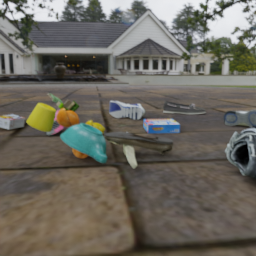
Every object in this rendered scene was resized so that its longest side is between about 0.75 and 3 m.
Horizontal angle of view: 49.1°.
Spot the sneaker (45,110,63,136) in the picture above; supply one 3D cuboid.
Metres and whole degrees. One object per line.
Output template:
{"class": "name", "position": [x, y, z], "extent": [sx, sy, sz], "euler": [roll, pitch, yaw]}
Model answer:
{"class": "sneaker", "position": [-2.549, -0.053, 9.932], "extent": [0.560, 0.676, 1.418], "euler": [29, 33, -5]}

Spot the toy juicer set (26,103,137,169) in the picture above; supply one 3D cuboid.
{"class": "toy juicer set", "position": [-0.962, 0.368, 7.225], "extent": [2.977, 0.810, 1.894], "euler": [28, 8, 14]}

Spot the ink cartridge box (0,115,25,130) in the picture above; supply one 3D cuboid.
{"class": "ink cartridge box", "position": [-4.562, -0.252, 10.649], "extent": [0.813, 0.388, 0.926], "euler": [13, 10, 11]}

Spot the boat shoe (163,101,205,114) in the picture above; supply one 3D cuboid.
{"class": "boat shoe", "position": [2.927, -1.070, 14.666], "extent": [2.203, 0.628, 0.737], "euler": [3, 11, 13]}

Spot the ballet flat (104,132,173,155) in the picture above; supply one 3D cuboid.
{"class": "ballet flat", "position": [0.261, 0.404, 7.238], "extent": [1.796, 0.416, 0.605], "euler": [7, 15, -1]}

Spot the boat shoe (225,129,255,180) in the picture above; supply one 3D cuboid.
{"class": "boat shoe", "position": [2.534, 0.516, 6.034], "extent": [0.787, 0.851, 2.305], "euler": [15, 22, 5]}

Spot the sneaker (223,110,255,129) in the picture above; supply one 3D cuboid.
{"class": "sneaker", "position": [4.804, -0.370, 10.946], "extent": [0.882, 0.754, 2.025], "euler": [-2, 11, -38]}

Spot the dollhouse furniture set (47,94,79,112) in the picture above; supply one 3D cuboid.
{"class": "dollhouse furniture set", "position": [-3.174, -1.334, 13.611], "extent": [1.380, 0.693, 0.904], "euler": [41, -4, 36]}

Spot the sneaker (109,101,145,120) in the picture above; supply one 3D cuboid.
{"class": "sneaker", "position": [0.057, -0.811, 13.406], "extent": [1.839, 0.743, 1.062], "euler": [14, 12, 27]}

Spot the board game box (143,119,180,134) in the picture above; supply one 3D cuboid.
{"class": "board game box", "position": [1.210, -0.071, 10.351], "extent": [1.153, 0.322, 1.129], "euler": [-1, 12, -5]}
